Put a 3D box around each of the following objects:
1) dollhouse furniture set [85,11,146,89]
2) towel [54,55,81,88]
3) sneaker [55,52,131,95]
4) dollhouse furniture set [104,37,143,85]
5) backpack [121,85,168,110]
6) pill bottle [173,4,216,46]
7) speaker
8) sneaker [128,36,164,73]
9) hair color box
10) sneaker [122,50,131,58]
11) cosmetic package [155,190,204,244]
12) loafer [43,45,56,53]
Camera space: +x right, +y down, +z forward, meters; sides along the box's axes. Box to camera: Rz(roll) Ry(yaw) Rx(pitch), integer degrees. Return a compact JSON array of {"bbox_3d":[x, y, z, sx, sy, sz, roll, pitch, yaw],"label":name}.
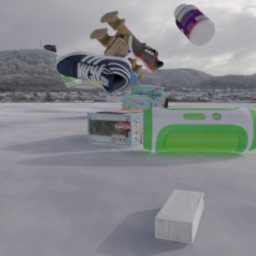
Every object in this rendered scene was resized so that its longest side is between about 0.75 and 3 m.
[{"bbox_3d":[-0.834,-3.259,12.643,2.484,2.834,1.883,37,-11,-36],"label":"dollhouse furniture set"},{"bbox_3d":[-2.747,-2.662,12.960,0.169,1.443,1.100,-7,17,34],"label":"towel"},{"bbox_3d":[-0.985,-1.531,7.874,2.205,0.773,1.196,1,39,-4],"label":"sneaker"},{"bbox_3d":[-0.107,-2.522,10.910,1.606,1.048,1.516,37,3,-16],"label":"dollhouse furniture set"},{"bbox_3d":[0.876,-1.548,16.447,2.562,1.929,2.275,-8,8,-17],"label":"backpack"},{"bbox_3d":[1.895,-3.084,8.247,0.795,0.795,1.413,-3,47,-27],"label":"pill bottle"},{"bbox_3d":[1.453,0.043,5.844,2.283,1.009,1.009,0,7,3],"label":"speaker"},{"bbox_3d":[0.766,-2.979,10.979,0.800,0.753,1.954,-12,-32,34],"label":"sneaker"},{"bbox_3d":[0.180,-0.101,7.857,1.310,0.803,2.647,4,8,30],"label":"hair color box"},{"bbox_3d":[-0.430,-4.005,14.911,1.042,2.363,0.890,23,10,11],"label":"sneaker"},{"bbox_3d":[0.508,0.801,2.639,0.321,0.197,0.778,3,7,22],"label":"cosmetic package"},{"bbox_3d":[-3.408,-3.438,12.196,0.344,0.302,0.958,-32,35,-30],"label":"loafer"}]
